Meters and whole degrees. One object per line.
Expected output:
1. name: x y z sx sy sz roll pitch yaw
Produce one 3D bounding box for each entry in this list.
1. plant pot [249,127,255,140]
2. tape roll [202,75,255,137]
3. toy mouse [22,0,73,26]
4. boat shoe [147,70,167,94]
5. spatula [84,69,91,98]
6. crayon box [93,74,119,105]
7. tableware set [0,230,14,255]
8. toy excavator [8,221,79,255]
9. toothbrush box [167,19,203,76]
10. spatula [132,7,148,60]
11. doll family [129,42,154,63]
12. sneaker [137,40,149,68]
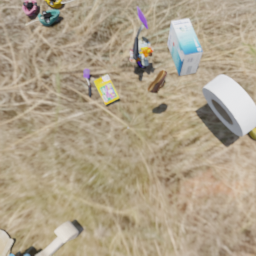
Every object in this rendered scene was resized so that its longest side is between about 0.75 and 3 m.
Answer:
1. plant pot: 4.022 0.070 8.520 0.798 0.566 0.798 0 64 1
2. tape roll: 2.563 -0.549 7.029 0.552 1.578 1.578 -38 68 4
3. toy mouse: -3.367 -4.463 10.831 2.170 0.420 1.928 19 65 9
4. boat shoe: 0.784 -1.131 6.960 0.289 0.821 0.289 20 60 -14
5. spatula: -1.338 -1.488 9.358 0.100 0.275 0.974 -13 84 33
6. crayon box: -0.706 -1.236 9.058 0.515 0.253 0.867 -27 102 -2
7. tableware set: -4.499 3.200 7.118 2.726 0.316 2.277 32 68 14
8. toy excavator: -2.390 3.326 6.686 1.085 2.173 2.113 42 115 17
9. toothbrush box: 1.907 -2.754 9.601 0.653 1.121 1.531 -10 65 -5
10. spatula: 0.338 -2.861 8.560 0.211 0.581 2.055 -9 57 35
11. doll family: 0.356 -2.318 8.650 0.865 0.390 0.537 -17 74 22
12. sneaker: 0.360 -2.542 9.750 0.345 0.493 0.992 -13 85 -30
